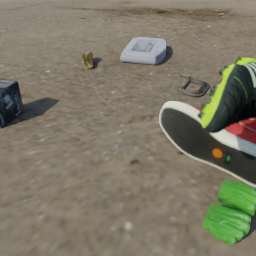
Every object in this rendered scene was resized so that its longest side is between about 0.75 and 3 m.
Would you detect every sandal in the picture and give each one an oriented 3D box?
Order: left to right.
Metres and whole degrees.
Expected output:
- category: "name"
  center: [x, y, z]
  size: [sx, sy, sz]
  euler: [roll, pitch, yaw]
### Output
- category: "sandal"
  center: [-1.637, -2.716, 11.462]
  size: [0.480, 0.323, 1.195]
  euler: [-9, 49, -4]

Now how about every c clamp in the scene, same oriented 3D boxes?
- category: "c clamp"
  center: [2.119, -1.464, 9.662]
  size: [1.262, 0.200, 1.477]
  euler: [17, 35, 16]

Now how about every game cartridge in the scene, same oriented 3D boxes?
- category: "game cartridge"
  center: [0.800, -3.427, 12.374]
  size: [1.711, 0.534, 2.569]
  euler: [11, 35, 9]

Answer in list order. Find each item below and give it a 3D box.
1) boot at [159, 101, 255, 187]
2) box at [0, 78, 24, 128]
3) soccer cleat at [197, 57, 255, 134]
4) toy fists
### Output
- category: "boot"
  center: [2.379, -0.020, 6.702]
  size: [2.931, 1.061, 2.115]
  euler: [31, 43, 27]
- category: "box"
  center: [-3.485, -0.691, 7.707]
  size: [0.591, 0.990, 1.007]
  euler: [13, 36, 16]
- category: "soccer cleat"
  center: [1.968, -0.542, 4.538]
  size: [1.084, 0.903, 2.674]
  euler: [32, 37, 18]
- category: "toy fists"
  center: [1.864, 1.468, 4.933]
  size: [0.674, 0.455, 1.322]
  euler: [14, 37, 33]
